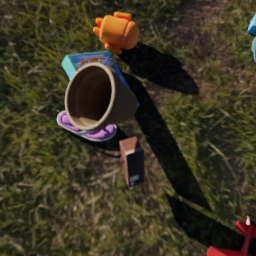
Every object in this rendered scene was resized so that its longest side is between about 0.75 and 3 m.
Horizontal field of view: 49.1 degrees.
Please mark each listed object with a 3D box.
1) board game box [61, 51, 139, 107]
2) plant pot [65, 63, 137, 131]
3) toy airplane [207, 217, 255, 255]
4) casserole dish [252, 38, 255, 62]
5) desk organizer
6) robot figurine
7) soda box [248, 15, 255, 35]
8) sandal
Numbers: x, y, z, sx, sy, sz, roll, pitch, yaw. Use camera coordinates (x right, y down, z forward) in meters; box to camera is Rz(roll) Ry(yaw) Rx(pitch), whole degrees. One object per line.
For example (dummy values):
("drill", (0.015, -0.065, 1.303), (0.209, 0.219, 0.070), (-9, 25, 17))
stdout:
("board game box", (-1.048, -1.677, 10.991), (2.083, 0.616, 2.739), (-21, 76, -41))
("plant pot", (-0.639, -0.775, 8.425), (1.942, 1.694, 1.942), (-6, 79, 35))
("toy airplane", (4.265, 4.507, 10.202), (2.494, 0.459, 2.494), (0, 77, -2))
("casserole dish", (6.573, -3.333, 11.718), (2.834, 0.550, 1.716), (8, 106, 3))
("desk organizer", (0.147, 1.225, 9.801), (0.642, 1.791, 0.690), (-17, 44, -14))
("robot figurine", (-0.420, -4.006, 11.867), (2.018, 1.177, 1.451), (16, 55, 5))
("soda box", (6.260, -4.279, 12.217), (1.811, 0.581, 0.614), (21, 77, 5))
("sandal", (-1.701, -0.074, 11.208), (2.442, 0.600, 0.994), (12, 77, 3))
